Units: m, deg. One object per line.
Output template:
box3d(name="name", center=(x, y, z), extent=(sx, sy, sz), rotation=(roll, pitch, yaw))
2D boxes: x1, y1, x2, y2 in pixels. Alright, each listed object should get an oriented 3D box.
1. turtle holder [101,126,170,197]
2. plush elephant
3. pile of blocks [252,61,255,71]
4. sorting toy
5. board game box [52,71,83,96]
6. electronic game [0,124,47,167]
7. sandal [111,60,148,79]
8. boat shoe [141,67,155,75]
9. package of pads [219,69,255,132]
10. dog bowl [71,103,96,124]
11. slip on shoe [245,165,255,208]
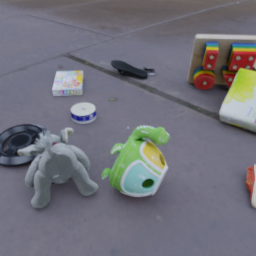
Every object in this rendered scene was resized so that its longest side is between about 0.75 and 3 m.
box3d(name="turtle holder", center=(0.383, 0.951, 7.953), extent=(1.489, 1.594, 2.097), rotation=(29, 85, 15))
box3d(name="plush elephant", center=(-2.162, 0.921, 8.230), extent=(1.860, 2.259, 1.749), rotation=(-18, 20, -12))
box3d(name="pile of blocks", center=(6.878, -3.691, 15.513), extent=(0.843, 1.114, 2.714), rotation=(45, 51, -11))
box3d(name="sorting toy", center=(4.244, -2.724, 12.568), extent=(2.787, 2.770, 0.970), rotation=(3, 57, 5))
box3d(name="board game box", center=(-2.888, -2.199, 13.638), extent=(1.338, 0.341, 1.990), rotation=(-4, 36, -5))
box3d(name="electronic game", center=(-3.731, 0.552, 9.750), extent=(2.056, 0.428, 2.056), rotation=(0, 40, 0))
box3d(name="sandal", center=(-0.013, -2.940, 14.642), extent=(2.133, 0.510, 0.802), rotation=(27, 41, 13))
box3d(name="boat shoe", center=(0.897, -3.036, 14.795), extent=(1.065, 0.353, 0.372), rotation=(13, 38, 17))
box3d(name="package of pads", center=(4.737, -1.089, 10.877), extent=(1.777, 0.784, 2.300), rotation=(20, 74, 26))
box3d(name="dog bowl", center=(-1.813, -0.607, 11.395), extent=(1.011, 0.398, 1.011), rotation=(0, 36, 0))
box3d(name="slip on shoe", center=(3.668, 1.706, 8.171), extent=(0.446, 0.540, 1.459), rotation=(-23, 32, 38))
